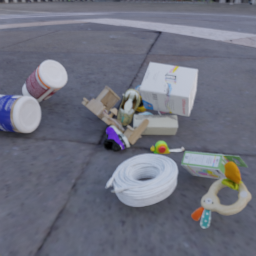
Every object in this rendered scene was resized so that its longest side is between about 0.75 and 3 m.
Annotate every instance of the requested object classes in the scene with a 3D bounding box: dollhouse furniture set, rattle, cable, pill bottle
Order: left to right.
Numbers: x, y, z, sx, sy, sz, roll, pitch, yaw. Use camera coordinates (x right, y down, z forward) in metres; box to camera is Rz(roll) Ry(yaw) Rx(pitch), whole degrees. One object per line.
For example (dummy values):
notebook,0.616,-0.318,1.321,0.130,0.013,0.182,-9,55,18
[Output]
pill bottle,-4.395,-0.525,10.020,2.229,1.290,1.290,4,28,21
pill bottle,-3.547,-1.851,11.699,2.088,1.192,1.192,-23,6,45
dollhouse furniture set,-0.492,-0.645,9.981,1.136,1.331,2.567,-51,42,-2
cable,0.421,1.268,6.996,1.636,0.566,1.636,-2,26,19
rattle,1.871,1.486,6.041,1.373,0.981,0.894,-29,56,8

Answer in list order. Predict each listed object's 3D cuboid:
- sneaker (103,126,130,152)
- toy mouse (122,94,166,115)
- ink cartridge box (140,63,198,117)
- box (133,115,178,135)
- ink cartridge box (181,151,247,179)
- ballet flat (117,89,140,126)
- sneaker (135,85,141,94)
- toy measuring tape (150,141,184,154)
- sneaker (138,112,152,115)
sneaker,-0.567,0.387,9.324,0.713,0.499,1.435,-29,28,-15
toy mouse,1.315,-1.218,11.690,2.306,0.502,2.595,-29,38,-9
ink cartridge box,1.433,-1.316,9.654,1.669,1.229,1.207,13,66,18
box,0.945,-0.104,9.921,1.528,0.628,0.522,1,62,-1
ink cartridge box,2.243,1.012,7.365,1.486,0.771,0.441,1,62,41
ballet flat,0.070,-0.999,11.069,0.736,0.736,2.084,7,48,13
sneaker,0.452,-1.641,12.822,0.334,0.890,0.386,-12,70,-41
toy measuring tape,1.272,0.609,9.030,1.120,0.412,0.412,-4,29,-7
sneaker,0.640,-0.418,10.954,0.362,0.327,0.884,9,28,40
